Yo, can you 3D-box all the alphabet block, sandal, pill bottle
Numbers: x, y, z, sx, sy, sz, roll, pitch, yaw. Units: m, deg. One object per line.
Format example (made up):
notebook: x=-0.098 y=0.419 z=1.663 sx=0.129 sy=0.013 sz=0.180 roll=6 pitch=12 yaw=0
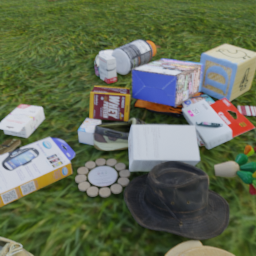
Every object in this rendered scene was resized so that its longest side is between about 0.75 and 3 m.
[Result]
alphabet block: x=4.646 y=-2.615 z=13.230 sx=1.956 sy=1.921 sz=1.910 roll=-29 pitch=46 yaw=-34
sandal: x=-4.391 y=0.856 z=9.793 sx=0.659 sy=0.443 sz=1.640 roll=12 pitch=23 yaw=17
pill bottle: x=0.416 y=-4.039 z=15.603 sx=1.430 sy=1.430 sz=2.692 roll=26 pitch=43 yaw=31

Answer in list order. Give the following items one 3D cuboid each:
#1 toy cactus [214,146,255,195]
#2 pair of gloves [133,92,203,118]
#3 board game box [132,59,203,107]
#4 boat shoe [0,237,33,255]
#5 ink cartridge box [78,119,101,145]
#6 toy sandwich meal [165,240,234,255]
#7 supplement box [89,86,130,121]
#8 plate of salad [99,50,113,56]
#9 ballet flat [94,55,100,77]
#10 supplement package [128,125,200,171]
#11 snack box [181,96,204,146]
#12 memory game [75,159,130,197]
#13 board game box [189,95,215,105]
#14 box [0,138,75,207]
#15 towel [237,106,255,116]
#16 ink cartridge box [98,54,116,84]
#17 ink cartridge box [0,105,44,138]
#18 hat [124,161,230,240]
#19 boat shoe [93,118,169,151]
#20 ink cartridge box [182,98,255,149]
toy cactus: x=3.599 y=1.290 z=8.651 sx=1.765 sy=1.094 sz=2.139 roll=-7 pitch=37 yaw=16
pair of gloves: x=1.919 y=-1.409 z=12.908 sx=2.596 sy=0.360 sz=2.914 roll=17 pitch=39 yaw=22
board game box: x=1.718 y=-2.027 z=12.031 sx=2.086 sy=1.267 sz=2.617 roll=16 pitch=29 yaw=32
boat shoe: x=-3.160 y=2.952 z=6.631 sx=2.238 sy=0.704 sz=0.816 roll=15 pitch=39 yaw=19
ink cartridge box: x=-1.418 y=0.101 z=10.625 sx=0.608 sy=0.592 sz=0.946 roll=9 pitch=38 yaw=13
toy sandwich meal: x=1.690 y=3.510 z=5.652 sx=2.540 sy=0.870 sz=2.540 roll=6 pitch=33 yaw=-4
supplement box: x=-0.715 y=-1.014 z=11.324 sx=1.529 sy=1.029 sz=1.550 roll=4 pitch=18 yaw=-2
plate of salad: x=-0.855 y=-4.219 z=16.624 sx=1.738 sy=0.418 sz=1.738 roll=7 pitch=29 yaw=-4
ballet flat: x=-1.561 y=-3.594 z=15.550 sx=0.724 sy=0.745 sz=2.093 roll=-4 pitch=36 yaw=-1
supplement package: x=1.070 y=0.675 z=8.923 sx=2.033 sy=1.192 sz=1.188 roll=1 pitch=64 yaw=-5
snack box: x=2.848 y=-0.332 z=11.015 sx=0.919 sy=0.311 sz=2.558 roll=-12 pitch=41 yaw=1
memory game: x=-0.802 y=1.563 z=8.970 sx=1.773 sy=0.113 sz=1.773 roll=0 pitch=33 yaw=0
board game box: x=3.286 y=-0.917 z=12.241 sx=1.080 sy=0.336 sz=1.431 roll=-10 pitch=37 yaw=-14
box: x=-3.176 y=1.283 z=9.059 sx=2.840 sy=0.589 sz=1.690 roll=-21 pitch=41 yaw=-29
towel: x=5.258 y=-0.718 z=12.175 sx=0.921 sy=0.105 sz=0.664 roll=5 pitch=39 yaw=9
ink cartridge box: x=-1.050 y=-3.035 z=14.304 sx=0.529 sy=1.263 sz=0.912 roll=-21 pitch=38 yaw=-26
ink cartridge box: x=-4.203 y=-0.200 z=11.042 sx=1.021 sy=0.592 sz=1.753 roll=9 pitch=36 yaw=12
hat: x=1.370 y=1.595 z=7.596 sx=2.916 sy=1.176 sz=2.916 roll=6 pitch=23 yaw=-3
boat shoe: x=0.211 y=0.142 z=10.188 sx=2.981 sy=0.980 sz=1.065 roll=-7 pitch=30 yaw=-11
ink cartridge box: x=3.205 y=-0.352 z=10.183 sx=1.796 sy=0.451 sz=2.069 roll=-25 pitch=40 yaw=2
